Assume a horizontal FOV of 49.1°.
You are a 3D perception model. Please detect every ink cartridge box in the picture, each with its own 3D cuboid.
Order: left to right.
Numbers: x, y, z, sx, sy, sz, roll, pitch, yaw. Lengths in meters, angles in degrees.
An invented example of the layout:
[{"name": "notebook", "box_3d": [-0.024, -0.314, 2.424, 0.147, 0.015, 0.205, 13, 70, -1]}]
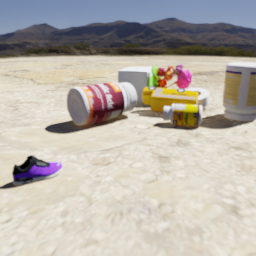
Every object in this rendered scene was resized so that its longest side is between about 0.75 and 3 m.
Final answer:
[{"name": "ink cartridge box", "box_3d": [0.483, -2.438, 15.361, 1.591, 1.619, 2.199, 5, 18, 14]}]

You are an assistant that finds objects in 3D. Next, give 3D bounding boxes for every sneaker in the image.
[{"name": "sneaker", "box_3d": [-2.190, 0.939, 6.808, 1.242, 0.618, 0.432, -15, 23, -35]}]

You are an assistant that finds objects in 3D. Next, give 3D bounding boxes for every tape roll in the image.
[{"name": "tape roll", "box_3d": [3.128, -1.398, 13.455, 1.499, 0.524, 1.499, -9, 29, 5]}]

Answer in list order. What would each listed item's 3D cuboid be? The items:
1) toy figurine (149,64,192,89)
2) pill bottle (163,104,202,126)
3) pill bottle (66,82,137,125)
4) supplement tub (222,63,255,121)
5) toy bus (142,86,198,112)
[{"name": "toy figurine", "box_3d": [2.201, -2.432, 13.710, 1.910, 2.075, 1.558, -18, -22, 36]}, {"name": "pill bottle", "box_3d": [2.111, -0.511, 10.880, 1.449, 0.792, 0.792, 4, 19, 13]}, {"name": "pill bottle", "box_3d": [-1.013, -1.065, 11.374, 2.615, 1.493, 1.493, -16, 24, -37]}, {"name": "supplement tub", "box_3d": [4.823, -1.541, 11.698, 1.619, 2.227, 1.619, 0, 18, 0]}, {"name": "toy bus", "box_3d": [1.821, -1.216, 12.466, 2.477, 0.806, 0.970, 7, 41, 18]}]
